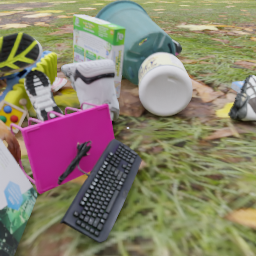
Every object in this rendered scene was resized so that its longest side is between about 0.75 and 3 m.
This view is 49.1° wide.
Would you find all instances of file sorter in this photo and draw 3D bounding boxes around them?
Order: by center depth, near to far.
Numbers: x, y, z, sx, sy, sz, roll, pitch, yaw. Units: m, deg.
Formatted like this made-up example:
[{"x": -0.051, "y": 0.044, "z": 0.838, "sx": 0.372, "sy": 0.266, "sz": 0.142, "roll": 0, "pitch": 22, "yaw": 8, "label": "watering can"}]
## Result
[{"x": -1.245, "y": 0.253, "z": 5.405, "sx": 1.661, "sy": 1.154, "sz": 1.042, "roll": -21, "pitch": 22, "yaw": -35, "label": "file sorter"}]

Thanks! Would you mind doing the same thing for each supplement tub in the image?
[{"x": 0.997, "y": -1.329, "z": 8.033, "sx": 1.398, "sy": 1.398, "sz": 1.928, "roll": 0, "pitch": 28, "yaw": 1, "label": "supplement tub"}]

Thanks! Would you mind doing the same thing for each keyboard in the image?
[{"x": -0.528, "y": 0.809, "z": 4.584, "sx": 1.171, "sy": 0.190, "sz": 1.842, "roll": 27, "pitch": 43, "yaw": 2, "label": "keyboard"}]

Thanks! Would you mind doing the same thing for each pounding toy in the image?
[{"x": -2.656, "y": -0.325, "z": 6.673, "sx": 0.441, "sy": 0.847, "sz": 0.964, "roll": -21, "pitch": 46, "yaw": 53, "label": "pounding toy"}]

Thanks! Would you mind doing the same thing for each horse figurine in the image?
[{"x": -2.832, "y": 0.136, "z": 4.760, "sx": 2.344, "sy": 1.553, "sz": 0.585, "roll": 25, "pitch": 22, "yaw": -23, "label": "horse figurine"}]

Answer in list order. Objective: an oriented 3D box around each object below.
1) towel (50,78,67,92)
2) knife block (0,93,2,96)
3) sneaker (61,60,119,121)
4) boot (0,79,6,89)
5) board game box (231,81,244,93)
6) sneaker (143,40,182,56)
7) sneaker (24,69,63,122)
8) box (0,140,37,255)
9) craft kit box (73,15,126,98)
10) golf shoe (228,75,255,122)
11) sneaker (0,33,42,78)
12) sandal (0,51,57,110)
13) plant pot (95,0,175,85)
[{"x": -2.773, "y": -1.459, "z": 9.233, "sx": 1.275, "sy": 0.191, "sz": 0.933, "roll": 6, "pitch": 32, "yaw": 10, "label": "towel"}, {"x": -3.655, "y": -0.883, "z": 8.349, "sx": 0.930, "sy": 0.297, "sz": 0.816, "roll": -21, "pitch": 36, "yaw": -31, "label": "knife block"}, {"x": -1.028, "y": -0.921, "z": 7.375, "sx": 1.041, "sy": 1.592, "sz": 2.770, "roll": -12, "pitch": 14, "yaw": -21, "label": "sneaker"}, {"x": -5.068, "y": -1.218, "z": 8.424, "sx": 2.985, "sy": 1.120, "sz": 1.601, "roll": -29, "pitch": 23, "yaw": -35, "label": "boot"}, {"x": 4.096, "y": -1.264, "z": 9.110, "sx": 1.022, "sy": 0.223, "sz": 1.027, "roll": -7, "pitch": 30, "yaw": -11, "label": "board game box"}, {"x": 1.712, "y": -3.948, "z": 13.341, "sx": 2.040, "sy": 0.820, "sz": 0.881, "roll": 25, "pitch": 36, "yaw": 35, "label": "sneaker"}, {"x": -2.078, "y": -0.595, "z": 6.838, "sx": 0.596, "sy": 0.811, "sz": 1.792, "roll": -19, "pitch": 65, "yaw": -24, "label": "sneaker"}, {"x": -1.918, "y": 1.080, "z": 3.265, "sx": 0.419, "sy": 1.665, "sz": 2.307, "roll": -15, "pitch": 31, "yaw": 12, "label": "box"}, {"x": -0.965, "y": -2.165, "z": 8.435, "sx": 0.501, "sy": 2.039, "sz": 2.065, "roll": -21, "pitch": 40, "yaw": -35, "label": "craft kit box"}, {"x": 3.495, "y": -0.740, "z": 7.731, "sx": 1.022, "sy": 0.841, "sz": 2.162, "roll": 23, "pitch": 43, "yaw": 19, "label": "golf shoe"}, {"x": -3.473, "y": -1.577, "z": 6.985, "sx": 2.796, "sy": 1.054, "sz": 1.068, "roll": -10, "pitch": 8, "yaw": -1, "label": "sneaker"}, {"x": -2.978, "y": -1.454, "z": 8.024, "sx": 1.239, "sy": 1.131, "sz": 2.845, "roll": 17, "pitch": 40, "yaw": 7, "label": "sandal"}, {"x": 0.229, "y": -2.858, "z": 9.926, "sx": 2.560, "sy": 2.560, "sz": 2.508, "roll": -12, "pitch": 41, "yaw": -21, "label": "plant pot"}]
